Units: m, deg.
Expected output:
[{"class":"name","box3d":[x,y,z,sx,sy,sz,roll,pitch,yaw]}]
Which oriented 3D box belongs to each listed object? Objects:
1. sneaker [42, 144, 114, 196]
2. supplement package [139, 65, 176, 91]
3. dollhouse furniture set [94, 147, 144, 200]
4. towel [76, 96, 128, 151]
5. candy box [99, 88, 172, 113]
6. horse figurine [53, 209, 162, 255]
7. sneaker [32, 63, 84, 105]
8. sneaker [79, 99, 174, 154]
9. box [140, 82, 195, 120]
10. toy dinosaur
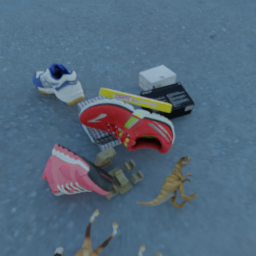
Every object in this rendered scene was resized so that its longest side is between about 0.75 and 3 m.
[{"class":"sneaker","box3d":[-1.393,1.360,7.320,2.772,1.022,1.202,16,70,52]},{"class":"supplement package","box3d":[1.186,-1.935,11.445,1.192,0.661,0.928,-22,46,-21]},{"class":"dollhouse furniture set","box3d":[-0.410,1.322,8.081,1.105,0.838,1.261,-27,71,-26]},{"class":"towel","box3d":[-0.682,-0.332,9.557,1.702,0.879,2.055,-20,47,-19]},{"class":"candy box","box3d":[0.272,-0.868,8.845,2.212,0.292,1.130,14,9,6]},{"class":"horse figurine","box3d":[-0.378,2.984,5.905,2.537,0.633,1.681,32,68,11]},{"class":"sneaker","box3d":[-2.667,-1.881,10.417,2.856,1.259,1.075,24,45,37]},{"class":"sneaker","box3d":[-0.047,0.038,8.184,2.913,1.122,1.237,12,52,-2]},{"class":"box","box3d":[1.378,-0.905,10.196,1.645,0.649,1.161,-16,59,-15]},{"class":"toy dinosaur","box3d":[1.094,1.625,7.271,1.098,0.625,2.068,43,56,2]}]
